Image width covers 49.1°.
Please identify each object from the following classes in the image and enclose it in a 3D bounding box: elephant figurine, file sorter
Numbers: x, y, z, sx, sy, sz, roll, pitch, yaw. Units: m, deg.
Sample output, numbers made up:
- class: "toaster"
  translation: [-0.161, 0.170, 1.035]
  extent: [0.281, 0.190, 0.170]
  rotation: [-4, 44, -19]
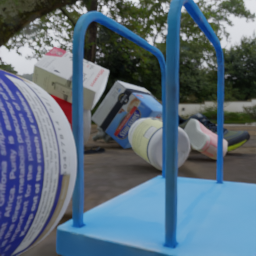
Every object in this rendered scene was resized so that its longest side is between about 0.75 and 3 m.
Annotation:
- class: "elephant figurine"
  translation: [-0.820, 0.191, 11.116]
  extent: [1.019, 0.929, 1.313]
  rotation: [28, -14, 2]
- class: "file sorter"
  translation: [1.180, 0.000, 1.996]
  extent: [2.753, 1.689, 1.910]
  rotation: [1, 3, 27]

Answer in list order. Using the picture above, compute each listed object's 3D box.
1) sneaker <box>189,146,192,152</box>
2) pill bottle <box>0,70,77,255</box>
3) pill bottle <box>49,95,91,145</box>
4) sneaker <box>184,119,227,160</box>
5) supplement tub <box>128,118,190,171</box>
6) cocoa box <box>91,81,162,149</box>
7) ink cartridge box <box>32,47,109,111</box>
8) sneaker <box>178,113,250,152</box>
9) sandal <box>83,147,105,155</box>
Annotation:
- class: "sneaker"
  translation: [0.869, 0.484, 6.591]
  extent: [0.514, 0.478, 1.190]
  rotation: [-27, 8, -36]
- class: "pill bottle"
  translation: [-0.599, 0.091, 0.501]
  extent: [0.635, 0.635, 1.060]
  rotation: [0, -4, 15]
- class: "pill bottle"
  translation: [-2.785, -0.198, 8.738]
  extent: [2.955, 1.659, 1.659]
  rotation: [-2, 2, -24]
- class: "sneaker"
  translation: [1.800, 0.298, 6.537]
  extent: [0.756, 0.544, 1.446]
  rotation: [26, 15, -13]
- class: "supplement tub"
  translation: [0.520, 0.256, 5.140]
  extent: [0.796, 0.796, 1.098]
  rotation: [-1, 13, -24]
- class: "cocoa box"
  translation: [0.231, -0.414, 9.375]
  extent: [1.518, 1.543, 2.313]
  rotation: [42, 17, 17]
- class: "ink cartridge box"
  translation: [-1.736, -1.549, 8.688]
  extent: [1.955, 0.809, 1.432]
  rotation: [23, 41, -2]
- class: "sneaker"
  translation: [2.068, 0.101, 7.622]
  extent: [2.358, 0.954, 0.871]
  rotation: [3, 20, 41]
- class: "sandal"
  translation: [-0.888, 0.590, 7.450]
  extent: [0.291, 0.164, 0.767]
  rotation: [1, 2, 33]
